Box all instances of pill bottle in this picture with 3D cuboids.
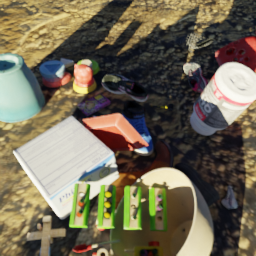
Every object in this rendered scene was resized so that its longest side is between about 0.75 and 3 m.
[{"bbox_3d":[3.485,-0.915,10.641,1.625,2.936,1.625,6,59,-10],"label":"pill bottle"}]

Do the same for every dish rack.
[{"bbox_3d":[3.843,-5.145,16.659,1.538,0.547,2.005,-29,52,-27],"label":"dish rack"}]

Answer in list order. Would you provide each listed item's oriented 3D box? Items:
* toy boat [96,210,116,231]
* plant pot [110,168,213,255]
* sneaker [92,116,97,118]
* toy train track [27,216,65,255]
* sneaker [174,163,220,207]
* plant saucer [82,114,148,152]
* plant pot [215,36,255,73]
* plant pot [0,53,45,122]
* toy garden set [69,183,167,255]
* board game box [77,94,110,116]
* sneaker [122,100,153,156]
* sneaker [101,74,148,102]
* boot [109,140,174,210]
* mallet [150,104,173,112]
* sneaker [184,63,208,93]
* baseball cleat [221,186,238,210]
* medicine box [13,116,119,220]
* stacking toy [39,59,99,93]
[{"bbox_3d":[-0.360,2.963,8.641,1.170,0.763,0.765,-19,79,-18],"label":"toy boat"},{"bbox_3d":[1.165,2.806,7.574,2.838,1.906,2.838,-36,31,26],"label":"plant pot"},{"bbox_3d":[-1.151,0.048,11.432,1.498,0.529,0.743,21,58,39],"label":"sneaker"},{"bbox_3d":[-2.470,3.510,8.258,1.151,0.327,2.007,-6,46,-5],"label":"toy train track"},{"bbox_3d":[2.158,1.934,9.534,0.873,0.731,1.924,-39,48,-8],"label":"sneaker"},{"bbox_3d":[-0.521,0.297,9.986,1.856,1.853,0.341,-8,49,38],"label":"plant saucer"},{"bbox_3d":[5.486,-2.879,12.514,2.270,2.493,2.493,-26,36,30],"label":"plant pot"},{"bbox_3d":[-5.099,-1.873,12.204,2.418,2.272,2.418,0,46,0],"label":"plant pot"},{"bbox_3d":[-0.225,2.601,7.509,2.674,0.534,2.229,4,60,-5],"label":"toy garden set"},{"bbox_3d":[-1.577,-1.078,12.891,1.332,0.215,0.799,-30,48,-26],"label":"board game box"},{"bbox_3d":[0.361,-0.109,11.089,0.913,1.323,2.378,-10,47,-15],"label":"sneaker"},{"bbox_3d":[-0.060,-1.909,12.551,2.226,0.961,0.894,16,82,-5],"label":"sneaker"},{"bbox_3d":[0.428,1.615,10.016,2.573,0.881,2.423,-12,53,-1],"label":"boot"},{"bbox_3d":[1.518,-0.911,12.740,1.064,0.219,0.350,-2,48,5],"label":"mallet"},{"bbox_3d":[3.220,-2.519,13.705,0.739,0.798,1.979,1,46,-26],"label":"sneaker"},{"bbox_3d":[3.357,2.328,9.421,0.502,0.329,0.944,-21,24,17],"label":"baseball cleat"},{"bbox_3d":[-2.075,1.222,9.494,2.393,1.352,2.627,-34,50,-23],"label":"medicine box"},{"bbox_3d":[-2.862,-3.120,14.175,2.879,1.216,2.606,8,46,8],"label":"stacking toy"}]
